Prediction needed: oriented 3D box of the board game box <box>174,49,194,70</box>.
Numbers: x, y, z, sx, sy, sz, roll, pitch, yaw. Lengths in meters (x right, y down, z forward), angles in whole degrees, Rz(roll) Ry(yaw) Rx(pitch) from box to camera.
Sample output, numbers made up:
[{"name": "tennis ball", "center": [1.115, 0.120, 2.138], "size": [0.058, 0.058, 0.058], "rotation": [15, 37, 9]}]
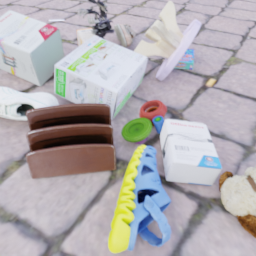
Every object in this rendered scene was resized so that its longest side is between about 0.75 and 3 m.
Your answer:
[{"name": "board game box", "center": [2.222, -2.955, 11.864], "size": [1.081, 0.320, 1.422], "rotation": [6, 39, 8]}]

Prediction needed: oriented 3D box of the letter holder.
[{"name": "letter holder", "center": [-1.402, 0.281, 6.926], "size": [2.094, 1.488, 1.053], "rotation": [-5, 38, -7]}]

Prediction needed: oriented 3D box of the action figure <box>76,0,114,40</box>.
[{"name": "action figure", "center": [-1.233, -4.278, 10.484], "size": [1.189, 2.331, 1.385], "rotation": [-24, 40, -30]}]

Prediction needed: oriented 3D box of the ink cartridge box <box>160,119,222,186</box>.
[{"name": "ink cartridge box", "center": [1.504, 0.577, 7.087], "size": [1.178, 0.686, 1.630], "rotation": [8, 39, -7]}]

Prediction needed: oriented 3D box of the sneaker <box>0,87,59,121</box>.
[{"name": "sneaker", "center": [-3.475, -0.682, 8.310], "size": [2.608, 0.917, 1.045], "rotation": [2, 19, 5]}]

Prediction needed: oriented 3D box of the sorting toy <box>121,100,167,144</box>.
[{"name": "sorting toy", "center": [0.624, -0.029, 8.096], "size": [1.059, 0.723, 1.763], "rotation": [11, 50, 37]}]

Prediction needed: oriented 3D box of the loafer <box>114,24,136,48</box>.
[{"name": "loafer", "center": [-0.066, -4.343, 12.724], "size": [0.854, 0.977, 2.717], "rotation": [-18, 28, -1]}]

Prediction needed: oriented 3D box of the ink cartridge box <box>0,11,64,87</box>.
[{"name": "ink cartridge box", "center": [-3.828, -2.960, 10.394], "size": [2.260, 1.635, 1.642], "rotation": [25, 58, 14]}]

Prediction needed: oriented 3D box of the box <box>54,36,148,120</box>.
[{"name": "box", "center": [-0.841, -1.786, 9.348], "size": [2.198, 1.205, 2.491], "rotation": [24, 45, 9]}]

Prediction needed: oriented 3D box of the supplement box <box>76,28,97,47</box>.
[{"name": "supplement box", "center": [-1.550, -3.197, 11.489], "size": [0.682, 1.169, 1.854], "rotation": [-12, 41, -15]}]

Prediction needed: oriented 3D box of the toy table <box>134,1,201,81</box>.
[{"name": "toy table", "center": [1.352, -3.169, 10.228], "size": [1.461, 2.293, 2.494], "rotation": [34, 85, -9]}]

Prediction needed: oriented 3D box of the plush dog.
[{"name": "plush dog", "center": [2.760, 1.367, 5.929], "size": [1.547, 1.446, 1.802], "rotation": [-26, 40, 6]}]

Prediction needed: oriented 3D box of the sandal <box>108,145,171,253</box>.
[{"name": "sandal", "center": [0.373, 1.476, 5.976], "size": [1.148, 1.048, 2.638], "rotation": [15, 45, 0]}]
